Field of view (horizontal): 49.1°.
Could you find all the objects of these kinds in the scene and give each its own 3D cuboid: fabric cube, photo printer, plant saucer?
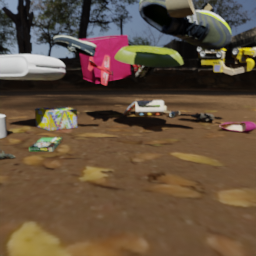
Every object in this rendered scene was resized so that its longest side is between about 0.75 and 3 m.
[{"bbox_3d":[-1.080,-3.159,12.697,1.819,1.813,1.785,-16,22,-24],"label":"fabric cube"},{"bbox_3d":[-3.748,-2.215,10.398,2.453,0.852,2.040,5,9,28],"label":"photo printer"},{"bbox_3d":[0.788,-2.741,10.502,2.594,0.403,2.594,4,25,-2],"label":"plant saucer"}]

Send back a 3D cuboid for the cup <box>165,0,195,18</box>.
[{"bbox_3d":[1.264,-3.098,7.016,0.566,0.791,0.791,-18,2,26],"label":"cup"}]

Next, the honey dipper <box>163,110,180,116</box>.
[{"bbox_3d":[1.774,-0.985,15.896,2.558,0.486,0.486,9,13,34],"label":"honey dipper"}]

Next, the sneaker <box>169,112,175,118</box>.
[{"bbox_3d":[2.286,-0.667,14.773,0.291,0.288,0.802,-25,5,22],"label":"sneaker"}]

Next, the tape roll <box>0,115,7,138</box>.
[{"bbox_3d":[-4.864,-0.038,9.850,1.074,0.738,1.074,0,10,0],"label":"tape roll"}]

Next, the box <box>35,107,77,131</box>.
[{"bbox_3d":[-3.026,-0.410,11.760,1.256,0.796,1.305,-8,14,-43],"label":"box"}]

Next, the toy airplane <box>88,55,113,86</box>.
[{"bbox_3d":[-1.131,-2.414,11.442,0.256,1.393,1.393,-12,0,42],"label":"toy airplane"}]

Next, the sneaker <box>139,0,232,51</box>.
[{"bbox_3d":[1.549,-2.921,8.038,2.916,1.077,1.180,22,39,3],"label":"sneaker"}]

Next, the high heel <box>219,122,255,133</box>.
[{"bbox_3d":[4.140,-0.058,10.632,0.623,0.438,1.299,6,1,-31],"label":"high heel"}]

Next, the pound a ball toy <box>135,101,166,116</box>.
[{"bbox_3d":[1.298,-0.987,15.574,1.790,0.761,1.167,0,-12,0],"label":"pound a ball toy"}]

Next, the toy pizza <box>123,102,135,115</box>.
[{"bbox_3d":[0.130,-1.040,15.431,0.165,1.038,1.038,45,18,4],"label":"toy pizza"}]

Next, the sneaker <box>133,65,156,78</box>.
[{"bbox_3d":[0.778,-3.155,13.286,0.853,0.940,2.214,-14,-9,-28],"label":"sneaker"}]

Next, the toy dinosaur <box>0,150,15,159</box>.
[{"bbox_3d":[-3.424,0.722,7.192,0.944,0.224,0.416,-9,20,-28],"label":"toy dinosaur"}]

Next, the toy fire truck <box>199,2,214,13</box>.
[{"bbox_3d":[2.609,-4.175,10.455,0.567,0.776,0.881,41,-16,-7],"label":"toy fire truck"}]

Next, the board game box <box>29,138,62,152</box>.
[{"bbox_3d":[-2.493,0.498,8.589,0.678,0.152,1.295,-2,10,0],"label":"board game box"}]

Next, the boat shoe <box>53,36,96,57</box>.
[{"bbox_3d":[-1.696,-2.547,8.861,1.344,0.416,0.503,11,-8,-17],"label":"boat shoe"}]

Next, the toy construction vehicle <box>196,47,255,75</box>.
[{"bbox_3d":[3.782,-2.724,11.146,2.439,0.859,2.124,11,25,26],"label":"toy construction vehicle"}]

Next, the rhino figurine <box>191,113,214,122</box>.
[{"bbox_3d":[3.516,-0.506,13.373,0.593,0.406,1.356,5,4,-32],"label":"rhino figurine"}]
